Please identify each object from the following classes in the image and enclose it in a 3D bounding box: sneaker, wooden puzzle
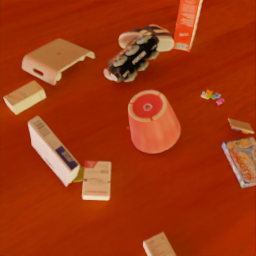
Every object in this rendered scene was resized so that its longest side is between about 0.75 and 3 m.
[{"bbox_3d":[0.850,-4.476,14.000,2.742,1.075,1.089,1,56,-13],"label":"sneaker"},{"bbox_3d":[4.326,-0.036,10.825,0.839,0.210,0.905,15,24,2],"label":"wooden puzzle"}]

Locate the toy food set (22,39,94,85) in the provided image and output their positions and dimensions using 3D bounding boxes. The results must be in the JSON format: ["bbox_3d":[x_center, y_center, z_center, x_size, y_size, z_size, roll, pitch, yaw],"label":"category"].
[{"bbox_3d":[-3.237,-3.148,13.223,2.015,0.848,2.808,28,49,20],"label":"toy food set"}]

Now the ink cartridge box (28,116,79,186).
[{"bbox_3d":[-2.329,0.804,8.753,0.400,1.971,1.967,-38,82,-26],"label":"ink cartridge box"}]

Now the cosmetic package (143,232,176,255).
[{"bbox_3d":[1.013,3.753,7.944,0.674,0.476,1.302,-20,54,-14],"label":"cosmetic package"}]

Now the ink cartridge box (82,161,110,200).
[{"bbox_3d":[-1.043,1.753,9.306,0.867,0.505,1.197,4,60,-6],"label":"ink cartridge box"}]

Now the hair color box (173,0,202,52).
[{"bbox_3d":[2.903,-5.384,13.467,0.911,2.976,1.511,14,53,11],"label":"hair color box"}]

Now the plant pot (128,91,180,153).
[{"bbox_3d":[0.840,-0.290,9.966,1.896,1.678,1.896,-8,55,11],"label":"plant pot"}]

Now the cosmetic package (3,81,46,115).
[{"bbox_3d":[-4.352,-1.296,11.840,1.479,0.540,0.766,-37,61,-26],"label":"cosmetic package"}]

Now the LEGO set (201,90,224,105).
[{"bbox_3d":[3.498,-1.291,11.843,1.003,0.383,0.412,29,70,34],"label":"LEGO set"}]

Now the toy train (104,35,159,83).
[{"bbox_3d":[0.145,-3.118,12.565,2.848,1.213,1.623,-46,29,-14],"label":"toy train"}]

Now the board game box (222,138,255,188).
[{"bbox_3d":[4.282,1.206,10.031,1.192,0.303,1.760,-9,53,-7],"label":"board game box"}]

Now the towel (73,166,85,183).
[{"bbox_3d":[-1.326,1.550,9.889,1.281,0.116,0.551,-10,52,-8],"label":"towel"}]
